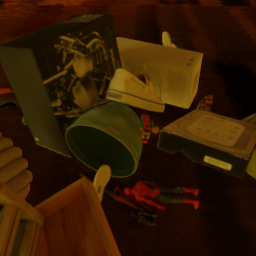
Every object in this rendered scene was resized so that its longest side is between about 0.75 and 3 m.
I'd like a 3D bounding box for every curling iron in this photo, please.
[{"bbox_3d":[-0.251,1.418,5.981,2.052,0.262,0.509,29,4,27],"label":"curling iron"}]

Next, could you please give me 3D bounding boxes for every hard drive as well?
[{"bbox_3d":[1.900,0.179,6.148,1.709,0.463,2.446,20,22,26],"label":"hard drive"}]

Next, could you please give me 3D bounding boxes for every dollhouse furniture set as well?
[{"bbox_3d":[-2.921,1.871,3.968,2.598,1.820,1.831,2,57,5],"label":"dollhouse furniture set"}]

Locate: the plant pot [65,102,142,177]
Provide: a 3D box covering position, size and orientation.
[{"bbox_3d":[-0.390,0.143,6.374,1.717,1.717,1.150,16,52,18],"label":"plant pot"}]

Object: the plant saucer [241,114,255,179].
[{"bbox_3d":[4.147,0.428,7.151,2.980,0.463,2.980,-1,39,1],"label":"plant saucer"}]

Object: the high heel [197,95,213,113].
[{"bbox_3d":[2.447,-0.303,7.887,1.102,0.552,1.546,18,59,29],"label":"high heel"}]

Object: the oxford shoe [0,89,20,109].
[{"bbox_3d":[-3.320,-0.938,8.806,1.637,0.583,0.594,-12,76,-15],"label":"oxford shoe"}]

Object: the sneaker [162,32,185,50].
[{"bbox_3d":[1.752,-2.765,10.265,0.661,1.666,0.653,-16,-3,-4],"label":"sneaker"}]

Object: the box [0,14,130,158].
[{"bbox_3d":[-1.411,-1.145,7.102,1.422,2.731,2.487,16,42,36],"label":"box"}]

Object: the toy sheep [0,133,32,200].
[{"bbox_3d":[-2.788,0.953,5.590,1.652,2.397,1.652,-33,8,5],"label":"toy sheep"}]

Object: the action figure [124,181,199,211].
[{"bbox_3d":[0.683,1.415,5.900,1.532,0.396,0.501,7,51,5],"label":"action figure"}]

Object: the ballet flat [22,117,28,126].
[{"bbox_3d":[-2.524,-0.557,8.277,1.364,0.463,0.513,-38,33,-15],"label":"ballet flat"}]

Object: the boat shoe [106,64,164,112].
[{"bbox_3d":[0.349,-1.074,7.279,0.959,1.106,2.595,17,5,30],"label":"boat shoe"}]

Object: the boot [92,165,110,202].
[{"bbox_3d":[-0.675,1.204,5.954,0.394,0.317,0.872,-9,56,57],"label":"boot"}]

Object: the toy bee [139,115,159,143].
[{"bbox_3d":[0.420,0.057,7.556,0.743,0.617,1.135,16,18,13],"label":"toy bee"}]

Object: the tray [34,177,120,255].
[{"bbox_3d":[-0.806,2.222,4.602,1.306,0.490,2.649,-31,48,0],"label":"tray"}]

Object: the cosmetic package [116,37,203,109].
[{"bbox_3d":[0.745,-1.793,8.936,2.897,1.469,1.032,17,48,19],"label":"cosmetic package"}]
